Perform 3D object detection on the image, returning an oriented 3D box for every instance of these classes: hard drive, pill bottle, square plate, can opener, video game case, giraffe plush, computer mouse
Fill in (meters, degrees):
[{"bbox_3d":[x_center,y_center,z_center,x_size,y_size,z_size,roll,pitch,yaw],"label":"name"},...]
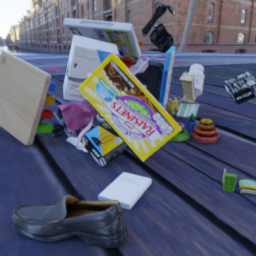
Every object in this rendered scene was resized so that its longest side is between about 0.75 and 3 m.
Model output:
[{"bbox_3d":[-0.047,1.469,6.683,0.804,0.163,1.219,10,21,25],"label":"hard drive"},{"bbox_3d":[3.241,-2.313,13.570,0.831,0.831,1.454,7,64,18],"label":"pill bottle"},{"bbox_3d":[-1.215,0.413,9.614,1.358,0.193,1.345,-13,23,-37],"label":"square plate"},{"bbox_3d":[-2.233,-0.130,10.326,1.375,0.436,0.541,-33,72,-14],"label":"can opener"},{"bbox_3d":[1.701,-2.044,12.443,0.252,2.830,2.025,10,24,10],"label":"video game case"},{"bbox_3d":[1.940,-0.990,12.430,0.703,0.814,0.660,49,27,21],"label":"giraffe plush"},{"bbox_3d":[-0.780,-3.107,9.882,2.225,0.270,2.444,9,-5,10],"label":"video game case"},{"bbox_3d":[1.094,-3.222,9.009,0.400,1.219,1.736,45,15,30],"label":"computer mouse"}]

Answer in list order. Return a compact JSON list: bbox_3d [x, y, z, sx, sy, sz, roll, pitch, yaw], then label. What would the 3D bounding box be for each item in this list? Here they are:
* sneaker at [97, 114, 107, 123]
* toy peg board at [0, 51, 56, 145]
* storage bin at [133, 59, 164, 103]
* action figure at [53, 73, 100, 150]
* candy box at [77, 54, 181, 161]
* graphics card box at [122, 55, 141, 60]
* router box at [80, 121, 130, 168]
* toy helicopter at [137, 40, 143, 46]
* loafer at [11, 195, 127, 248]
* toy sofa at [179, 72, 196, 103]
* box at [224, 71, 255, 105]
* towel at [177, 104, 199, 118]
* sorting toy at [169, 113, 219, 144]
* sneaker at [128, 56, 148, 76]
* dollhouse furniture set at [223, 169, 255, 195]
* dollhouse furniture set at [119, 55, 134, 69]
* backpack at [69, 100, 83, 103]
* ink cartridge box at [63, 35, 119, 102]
[{"bbox_3d":[-0.545,-0.801,11.260,1.616,0.645,1.052,-37,15,-6],"label":"sneaker"},{"bbox_3d":[-3.481,-1.049,9.731,2.431,2.421,1.189,29,17,27],"label":"toy peg board"},{"bbox_3d":[0.650,-1.715,12.294,1.571,2.324,1.089,11,22,12],"label":"storage bin"},{"bbox_3d":[-0.998,-0.527,7.703,1.886,1.405,1.264,-32,-16,-11],"label":"action figure"},{"bbox_3d":[0.019,-0.489,7.056,2.532,1.294,0.334,48,19,-1],"label":"candy box"},{"bbox_3d":[-0.038,-3.344,12.472,0.732,0.297,1.167,40,25,20],"label":"graphics card box"},{"bbox_3d":[-0.729,0.442,8.419,1.069,0.366,1.434,-35,37,-15],"label":"router box"},{"bbox_3d":[-0.135,-3.689,11.863,1.416,0.559,0.937,24,5,-40],"label":"toy helicopter"},{"bbox_3d":[-1.132,1.611,5.290,2.260,0.817,0.823,1,21,6],"label":"loafer"},{"bbox_3d":[2.542,-1.697,11.640,0.512,1.237,0.603,18,54,31],"label":"toy sofa"},{"bbox_3d":[3.319,-1.165,8.101,0.782,0.411,0.955,-24,27,13],"label":"box"},{"bbox_3d":[2.549,-0.739,11.999,0.860,0.656,0.101,6,-22,37],"label":"towel"},{"bbox_3d":[2.222,-0.026,9.945,1.951,0.801,1.173,4,20,13],"label":"sorting toy"},{"bbox_3d":[0.413,-2.217,10.614,0.430,0.472,1.068,29,66,32],"label":"sneaker"},{"bbox_3d":[2.765,1.278,6.827,0.843,0.423,0.553,6,20,17],"label":"dollhouse furniture set"},{"bbox_3d":[-0.263,-1.958,10.872,1.549,1.532,0.798,18,-14,-18],"label":"dollhouse furniture set"},{"bbox_3d":[-1.583,-1.773,13.263,2.324,1.866,2.539,9,22,23],"label":"backpack"},{"bbox_3d":[-1.209,-1.747,8.789,1.353,1.865,0.781,7,38,-19],"label":"ink cartridge box"}]
